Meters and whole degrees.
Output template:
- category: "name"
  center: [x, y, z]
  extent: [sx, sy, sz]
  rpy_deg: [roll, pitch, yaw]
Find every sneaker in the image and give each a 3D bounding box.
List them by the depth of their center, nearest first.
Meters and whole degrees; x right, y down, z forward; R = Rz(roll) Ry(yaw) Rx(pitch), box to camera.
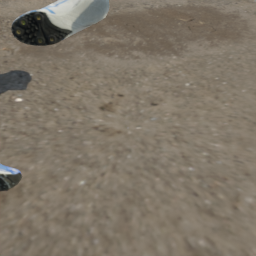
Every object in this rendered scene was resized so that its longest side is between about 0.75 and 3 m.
- category: "sneaker"
  center: [-3.273, 0.832, 6.518]
  extent: [1.879, 0.738, 0.838]
  rpy_deg: [13, 45, 15]
- category: "sneaker"
  center: [-1.980, -3.251, 8.304]
  extent: [2.940, 1.057, 1.066]
  rpy_deg: [-26, 35, -14]
